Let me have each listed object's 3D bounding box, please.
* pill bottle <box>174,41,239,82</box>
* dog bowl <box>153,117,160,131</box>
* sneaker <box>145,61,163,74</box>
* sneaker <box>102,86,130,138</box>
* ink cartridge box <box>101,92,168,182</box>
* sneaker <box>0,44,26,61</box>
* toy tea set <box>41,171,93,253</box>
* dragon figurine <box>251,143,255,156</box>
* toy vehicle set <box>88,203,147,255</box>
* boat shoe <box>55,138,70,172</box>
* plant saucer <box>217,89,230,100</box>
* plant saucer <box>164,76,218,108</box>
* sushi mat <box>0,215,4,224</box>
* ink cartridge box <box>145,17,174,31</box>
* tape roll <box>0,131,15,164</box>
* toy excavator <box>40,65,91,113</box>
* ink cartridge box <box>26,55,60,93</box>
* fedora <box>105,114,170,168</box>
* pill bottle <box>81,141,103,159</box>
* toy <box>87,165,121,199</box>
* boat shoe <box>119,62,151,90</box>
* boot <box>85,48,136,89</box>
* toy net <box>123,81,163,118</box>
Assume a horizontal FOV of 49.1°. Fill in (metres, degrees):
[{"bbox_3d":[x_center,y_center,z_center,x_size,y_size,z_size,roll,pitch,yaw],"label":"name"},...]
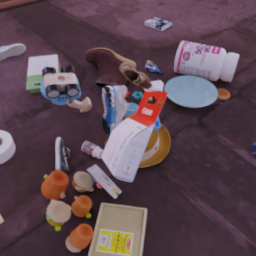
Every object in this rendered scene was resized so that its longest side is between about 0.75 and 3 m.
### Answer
[{"bbox_3d":[3.863,-3.259,13.934,2.849,1.615,1.615,16,46,15],"label":"pill bottle"},{"bbox_3d":[0.955,-0.258,10.193,0.422,0.187,0.756,11,58,-38],"label":"dog bowl"},{"bbox_3d":[1.362,-3.094,14.695,1.051,0.432,0.388,36,24,10],"label":"sneaker"},{"bbox_3d":[-0.390,-0.544,10.501,1.002,2.311,0.866,-18,43,-30],"label":"sneaker"},{"bbox_3d":[0.076,0.049,8.291,0.740,2.594,2.108,17,3,-16],"label":"ink cartridge box"},{"bbox_3d":[-6.753,-4.424,15.824,1.799,0.665,0.737,-26,54,-25],"label":"sneaker"},{"bbox_3d":[-1.909,2.524,8.712,1.618,1.007,2.721,18,35,-25],"label":"toy tea set"},{"bbox_3d":[5.702,0.872,10.371,2.208,0.650,1.098,15,46,16],"label":"dragon figurine"},{"bbox_3d":[-0.310,3.342,8.058,1.464,0.312,2.356,6,44,7],"label":"toy vehicle set"},{"bbox_3d":[-2.406,0.998,10.363,0.491,0.546,1.543,-7,52,-7],"label":"boat shoe"},{"bbox_3d":[4.456,-1.635,13.322,0.777,0.145,0.777,0,43,0],"label":"plant saucer"},{"bbox_3d":[2.883,-1.571,13.025,2.425,0.467,2.425,0,44,0],"label":"plant saucer"},{"bbox_3d":[-4.319,2.991,8.616,0.885,0.054,0.424,-31,53,-28],"label":"sushi mat"},{"bbox_3d":[2.107,-7.044,18.786,1.430,0.313,1.444,31,51,29],"label":"ink cartridge box"},{"bbox_3d":[-5.065,0.747,10.605,1.425,0.498,1.425,0,44,0],"label":"tape roll"},{"bbox_3d":[-2.413,-1.351,11.227,2.177,2.239,1.118,-7,64,-24],"label":"toy excavator"},{"bbox_3d":[-4.089,-2.465,13.672,1.456,0.832,2.805,-8,45,-8],"label":"ink cartridge box"},{"bbox_3d":[0.377,0.258,10.676,2.703,1.102,2.703,-1,45,1],"label":"fedora"},{"bbox_3d":[-1.331,0.841,10.546,0.776,0.450,0.450,23,49,23],"label":"pill bottle"},{"bbox_3d":[-0.838,1.833,9.258,1.293,0.305,0.744,41,14,8],"label":"toy"},{"bbox_3d":[0.300,-1.826,10.438,1.517,0.574,0.545,28,27,-32],"label":"boat shoe"},{"bbox_3d":[-1.175,-2.915,13.953,2.921,1.057,2.430,16,44,11],"label":"boot"},{"bbox_3d":[0.533,-1.435,12.886,1.476,0.543,2.813,28,49,29],"label":"toy net"}]
